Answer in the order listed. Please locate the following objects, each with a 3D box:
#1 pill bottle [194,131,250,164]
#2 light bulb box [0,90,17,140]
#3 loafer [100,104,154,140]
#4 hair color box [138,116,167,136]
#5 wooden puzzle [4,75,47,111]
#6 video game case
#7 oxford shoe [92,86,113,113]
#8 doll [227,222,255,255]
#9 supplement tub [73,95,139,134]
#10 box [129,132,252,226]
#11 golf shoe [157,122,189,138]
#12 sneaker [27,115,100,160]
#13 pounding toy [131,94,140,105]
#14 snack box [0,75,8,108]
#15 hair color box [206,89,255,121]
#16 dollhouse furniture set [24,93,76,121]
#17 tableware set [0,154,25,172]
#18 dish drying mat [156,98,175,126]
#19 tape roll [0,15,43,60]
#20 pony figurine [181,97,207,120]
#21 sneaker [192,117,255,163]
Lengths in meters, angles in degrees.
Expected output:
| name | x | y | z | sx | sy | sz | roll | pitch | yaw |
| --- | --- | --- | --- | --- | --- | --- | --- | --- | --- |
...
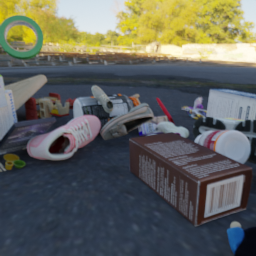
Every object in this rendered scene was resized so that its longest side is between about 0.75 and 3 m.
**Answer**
| name | x | y | z | sx | sy | sz | roll | pitch | yaw |
| --- | --- | --- | --- | --- | --- | --- | --- | --- | --- |
| pill bottle | 2.123 | 0.459 | 6.607 | 0.802 | 0.802 | 1.419 | -3 | 0 | -10 |
| light bulb box | -5.002 | -0.195 | 8.404 | 2.350 | 1.479 | 2.371 | 1 | 21 | 5 |
| loafer | -0.037 | -0.104 | 8.547 | 1.740 | 0.626 | 0.547 | -32 | 54 | 1 |
| hair color box | 0.874 | -0.075 | 9.762 | 1.040 | 0.569 | 0.337 | -7 | -9 | -22 |
| wooden puzzle | -5.155 | -1.166 | 11.839 | 2.938 | 0.680 | 2.722 | -6 | 34 | 23 |
| video game case | -2.810 | 0.241 | 7.523 | 1.177 | 0.156 | 1.648 | -14 | -20 | -50 |
| oxford shoe | -0.796 | -0.951 | 9.062 | 0.384 | 1.021 | 0.295 | -37 | 4 | -31 |
| doll | 2.126 | 1.685 | 3.943 | 2.003 | 0.485 | 1.367 | -12 | 20 | -36 |
| supplement tub | -0.741 | -0.488 | 9.924 | 2.169 | 1.329 | 1.329 | -8 | 18 | -25 |
| box | 1.118 | 0.890 | 5.934 | 1.271 | 0.951 | 2.538 | -8 | 19 | -25 |
| golf shoe | 1.416 | 0.117 | 9.250 | 1.114 | 0.420 | 0.510 | 18 | 38 | 24 |
| sneaker | -1.496 | 0.279 | 7.785 | 2.342 | 0.882 | 1.224 | -24 | 15 | -37 |
| pounding toy | 0.084 | -0.622 | 11.825 | 1.249 | 1.254 | 2.185 | -26 | 3 | 10 |
| snack box | -4.622 | -1.080 | 7.275 | 2.184 | 0.876 | 2.590 | -18 | 33 | -32 |
| hair color box | 3.876 | -0.376 | 9.276 | 0.884 | 1.461 | 2.921 | -3 | 16 | -22 |
| dollhouse furniture set | -2.965 | -0.723 | 11.314 | 2.487 | 1.011 | 1.338 | 14 | 22 | 39 |
| tableware set | -3.243 | 0.696 | 7.180 | 1.267 | 0.194 | 0.853 | 32 | 21 | 34 |
| dish drying mat | 1.414 | -0.616 | 10.647 | 0.120 | 0.506 | 1.318 | -29 | 45 | 4 |
| tape roll | -2.602 | -2.199 | 6.832 | 1.026 | 1.026 | 0.247 | -5 | 0 | -17 |
| pony figurine | 2.966 | -0.759 | 12.115 | 1.006 | 0.868 | 1.042 | -20 | 39 | -28 |
| sneaker | 3.386 | 0.221 | 8.038 | 2.849 | 1.113 | 1.286 | 21 | 14 | 40 |
